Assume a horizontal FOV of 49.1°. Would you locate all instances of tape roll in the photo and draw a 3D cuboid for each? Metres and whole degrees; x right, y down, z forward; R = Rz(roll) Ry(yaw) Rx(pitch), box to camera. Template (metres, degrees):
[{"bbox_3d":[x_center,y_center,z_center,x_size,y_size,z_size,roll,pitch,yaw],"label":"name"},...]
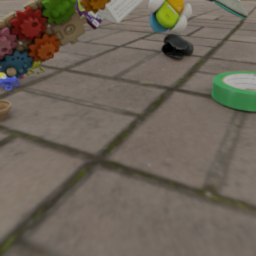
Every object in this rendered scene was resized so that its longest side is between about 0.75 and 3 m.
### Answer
[{"bbox_3d":[4.231,-1.336,9.755,2.519,0.605,2.519,-2,27,1],"label":"tape roll"}]

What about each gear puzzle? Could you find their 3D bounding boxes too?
[{"bbox_3d":[-1.507,-2.034,5.798,2.922,1.513,0.383,-34,67,-6],"label":"gear puzzle"}]

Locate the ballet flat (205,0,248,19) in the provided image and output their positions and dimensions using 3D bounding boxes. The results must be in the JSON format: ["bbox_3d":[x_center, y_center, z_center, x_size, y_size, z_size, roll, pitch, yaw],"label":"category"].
[{"bbox_3d":[1.841,-2.739,5.734,1.497,0.477,0.505,35,29,22],"label":"ballet flat"}]

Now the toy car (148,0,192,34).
[{"bbox_3d":[1.496,-4.621,11.334,1.461,1.705,1.948,-26,33,50],"label":"toy car"}]

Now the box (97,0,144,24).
[{"bbox_3d":[-0.201,-3.947,7.454,1.864,1.225,1.874,-40,32,4],"label":"box"}]

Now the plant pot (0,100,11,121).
[{"bbox_3d":[-4.009,-0.475,8.508,0.922,0.425,0.922,0,29,0],"label":"plant pot"}]

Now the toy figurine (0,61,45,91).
[{"bbox_3d":[-4.433,-1.940,10.974,2.293,1.210,1.374,-7,59,-7],"label":"toy figurine"}]

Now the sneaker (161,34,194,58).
[{"bbox_3d":[2.337,-4.388,14.930,1.524,0.877,2.921,-10,34,-26],"label":"sneaker"}]

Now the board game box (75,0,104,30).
[{"bbox_3d":[-1.694,-4.934,10.129,1.436,2.393,0.386,-57,30,-9],"label":"board game box"}]
